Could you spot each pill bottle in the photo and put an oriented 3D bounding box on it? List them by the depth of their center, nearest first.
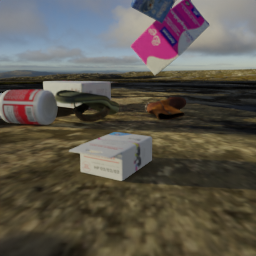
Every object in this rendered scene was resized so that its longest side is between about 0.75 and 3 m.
[{"bbox_3d":[-2.912,-0.585,7.765,1.670,0.938,0.938,3,12,15],"label":"pill bottle"}]

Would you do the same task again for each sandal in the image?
[{"bbox_3d":[-1.037,-0.552,8.258,1.125,0.808,2.832,11,-2,23],"label":"sandal"}]

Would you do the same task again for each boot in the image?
[{"bbox_3d":[1.451,-0.670,9.175,1.521,0.553,1.616,-2,13,-13],"label":"boot"}]

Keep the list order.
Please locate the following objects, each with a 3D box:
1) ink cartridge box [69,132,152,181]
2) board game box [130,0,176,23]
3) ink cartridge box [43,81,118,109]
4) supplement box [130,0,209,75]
[{"bbox_3d":[-0.216,0.418,4.198,0.723,0.426,1.256,6,13,28],"label":"ink cartridge box"},{"bbox_3d":[0.714,-3.317,7.092,0.977,0.982,0.213,15,33,-29],"label":"board game box"},{"bbox_3d":[-1.945,-1.451,11.733,2.415,1.013,2.120,10,15,39],"label":"ink cartridge box"},{"bbox_3d":[1.471,-3.145,9.526,2.568,1.299,1.327,-48,10,-35],"label":"supplement box"}]
